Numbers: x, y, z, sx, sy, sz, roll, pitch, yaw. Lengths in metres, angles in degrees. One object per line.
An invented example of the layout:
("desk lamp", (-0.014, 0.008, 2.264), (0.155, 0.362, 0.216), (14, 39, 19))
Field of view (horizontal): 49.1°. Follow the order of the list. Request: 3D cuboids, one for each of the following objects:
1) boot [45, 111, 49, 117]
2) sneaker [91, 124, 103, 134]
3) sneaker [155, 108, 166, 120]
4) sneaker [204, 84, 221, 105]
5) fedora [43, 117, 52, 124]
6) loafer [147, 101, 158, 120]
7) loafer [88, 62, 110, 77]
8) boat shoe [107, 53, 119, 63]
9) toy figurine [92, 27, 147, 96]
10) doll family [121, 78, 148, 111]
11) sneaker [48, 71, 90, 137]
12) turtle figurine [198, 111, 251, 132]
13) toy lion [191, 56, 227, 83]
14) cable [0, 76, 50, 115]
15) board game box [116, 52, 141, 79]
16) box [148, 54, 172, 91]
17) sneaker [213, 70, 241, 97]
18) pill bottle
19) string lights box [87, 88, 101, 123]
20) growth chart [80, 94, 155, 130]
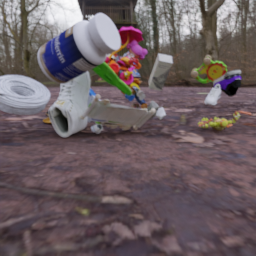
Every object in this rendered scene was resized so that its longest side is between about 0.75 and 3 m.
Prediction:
("boot", (-2.992, -1.132, 12.874), (1.656, 1.146, 0.642), (-17, 35, -38))
("sneaker", (-0.973, 0.025, 9.273), (0.295, 0.305, 0.834), (-19, 0, 8))
("sneaker", (1.258, -0.552, 12.364), (0.823, 0.475, 0.303), (-22, -19, -5))
("sneaker", (2.531, -0.979, 8.346), (0.356, 0.375, 0.932), (17, 38, 21))
("fedora", (-2.744, -0.594, 11.798), (1.765, 0.720, 1.765), (0, 10, 0))
("loafer", (0.899, -0.666, 10.803), (0.381, 0.381, 1.091), (-22, -19, -21))
("loafer", (-1.789, -2.080, 10.068), (2.343, 0.800, 0.886), (-9, -32, -10))
("boat shoe", (-0.784, -2.691, 11.338), (0.496, 0.565, 1.587), (4, 29, 34))
("toy figurine", (-0.097, -2.208, 8.529), (1.870, 1.721, 1.404), (40, -9, 1))
("doll family", (0.359, -1.303, 11.466), (0.969, 2.149, 1.334), (-34, 43, 0))
("sneaker", (-1.847, -1.014, 8.788), (0.959, 2.603, 1.504), (0, 14, 12))
("turtle figurine", (3.213, -0.162, 9.759), (1.804, 0.581, 1.455), (-16, 1, -2))
("toy lion", (3.264, -2.212, 11.135), (1.110, 1.158, 0.397), (40, 35, -5))
("cable", (-3.242, -0.989, 8.437), (1.661, 0.575, 1.661), (23, 28, -5))
("board game box", (-0.086, -2.598, 11.607), (0.359, 1.163, 1.163), (-21, -8, 38))
("box", (1.233, -2.127, 10.840), (0.570, 1.386, 0.474), (8, 48, -7))
("sneaker", (3.367, -1.380, 9.554), (0.509, 0.728, 1.463), (-7, -9, -8))
("pill bottle", (-1.134, -1.809, 6.490), (1.806, 1.045, 1.045), (-20, -1, 30))
("string lights box", (-1.668, -1.066, 10.415), (0.515, 0.897, 1.746), (30, 14, -42))
("growth chart", (-0.338, -0.387, 9.038), (2.378, 0.211, 1.721), (10, -27, -31))
